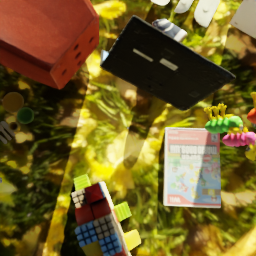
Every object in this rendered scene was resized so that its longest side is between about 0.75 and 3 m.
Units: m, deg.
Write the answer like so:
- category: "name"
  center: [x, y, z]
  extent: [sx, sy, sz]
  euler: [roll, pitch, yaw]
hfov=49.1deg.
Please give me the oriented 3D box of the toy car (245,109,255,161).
- category: "toy car"
  center: [3.679, 0.115, 7.674]
  extent: [1.421, 0.317, 1.337]
  euler: [-16, 80, -4]

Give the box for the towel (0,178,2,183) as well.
- category: "towel"
  center: [-4.493, 0.888, 7.242]
  extent: [1.687, 0.872, 2.038]
  euler: [-28, 81, -6]

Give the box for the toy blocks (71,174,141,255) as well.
- category: "toy blocks"
  center: [-0.588, 2.390, 6.398]
  extent: [1.444, 1.975, 2.890]
  euler: [-21, 80, -4]

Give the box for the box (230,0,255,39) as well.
- category: "box"
  center: [4.215, -3.974, 7.782]
  extent: [1.232, 1.572, 2.527]
  euler: [33, 81, 6]

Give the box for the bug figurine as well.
- category: "bug figurine"
  center: [2.462, 0.017, 5.330]
  extent: [1.687, 2.176, 0.560]
  euler: [-7, 69, 38]

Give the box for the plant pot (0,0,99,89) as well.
- category: "plant pot"
  center: [-2.186, -2.514, 7.105]
  extent: [2.340, 2.652, 2.655]
  euler: [38, 82, -1]

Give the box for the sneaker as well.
- category: "sneaker"
  center: [0.800, -2.364, 7.967]
  extent: [0.942, 0.609, 1.737]
  euler: [41, 75, 2]

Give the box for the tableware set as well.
- category: "tableware set"
  center: [-3.610, -0.603, 7.816]
  extent: [1.929, 0.296, 1.299]
  euler: [44, 82, 8]

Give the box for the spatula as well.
- category: "spatula"
  center: [2.091, -4.676, 8.612]
  extent: [1.990, 0.230, 2.862]
  euler: [26, 81, 6]

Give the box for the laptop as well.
- category: "laptop"
  center: [0.552, -1.228, 5.251]
  extent: [1.897, 2.141, 1.106]
  euler: [25, 61, -16]

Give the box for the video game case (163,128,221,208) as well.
- category: "video game case"
  center: [1.720, 1.048, 7.565]
  extent: [1.492, 0.182, 2.086]
  euler: [2, 80, 0]
